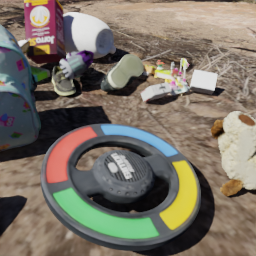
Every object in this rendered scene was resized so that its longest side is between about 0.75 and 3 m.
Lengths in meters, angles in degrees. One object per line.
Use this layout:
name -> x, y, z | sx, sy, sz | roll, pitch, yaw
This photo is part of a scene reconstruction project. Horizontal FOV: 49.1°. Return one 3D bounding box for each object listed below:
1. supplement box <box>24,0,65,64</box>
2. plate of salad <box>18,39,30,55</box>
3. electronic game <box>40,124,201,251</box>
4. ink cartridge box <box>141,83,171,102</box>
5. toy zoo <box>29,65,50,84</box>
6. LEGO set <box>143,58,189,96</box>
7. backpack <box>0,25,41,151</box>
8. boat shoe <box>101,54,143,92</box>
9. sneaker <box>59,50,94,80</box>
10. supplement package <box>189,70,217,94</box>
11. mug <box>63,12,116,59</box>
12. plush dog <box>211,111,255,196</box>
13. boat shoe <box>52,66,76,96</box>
supplement box -> -3.416, -3.984, 11.562 | 1.313, 2.380, 1.019 | -4, -4, 7
plate of salad -> -4.392, -2.556, 10.329 | 2.121, 0.509, 2.121 | -29, 27, 17
electronic game -> -0.086, 0.839, 5.080 | 2.875, 0.598, 2.875 | 10, 36, -7
ink cartridge box -> 0.910, -1.163, 9.106 | 0.800, 0.335, 0.577 | -16, -7, -35
toy zoo -> -4.581, -1.810, 10.512 | 1.802, 0.281, 2.746 | 19, 37, 28
LEGO set -> 1.531, -2.145, 10.401 | 1.194, 0.966, 2.596 | -13, 35, -19
backpack -> -3.416, -0.825, 6.420 | 2.590, 2.947, 2.259 | -14, 42, -21
boat shoe -> -0.227, -1.947, 10.283 | 0.814, 0.917, 2.454 | -28, 19, 38
sneaker -> -1.674, -2.425, 10.314 | 1.121, 0.953, 2.561 | -26, 22, 8
supplement package -> 2.593, -1.581, 9.657 | 0.789, 0.615, 0.438 | 13, -9, 8
mug -> -1.624, -3.999, 12.753 | 2.229, 1.877, 2.542 | 26, 8, 35
plush dog -> 2.557, 0.569, 6.107 | 1.944, 1.560, 1.670 | 34, 22, 0
boat shoe -> -2.387, -1.725, 10.049 | 0.668, 0.614, 1.869 | -18, 35, -19
